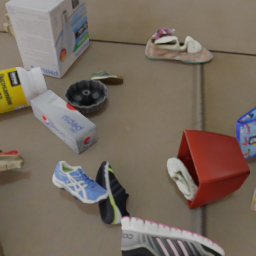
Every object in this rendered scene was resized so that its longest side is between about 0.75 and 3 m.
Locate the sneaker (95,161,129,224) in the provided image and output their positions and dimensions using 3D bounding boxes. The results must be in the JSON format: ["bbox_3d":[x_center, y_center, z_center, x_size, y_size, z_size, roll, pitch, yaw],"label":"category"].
[{"bbox_3d":[-0.325,1.462,6.242,0.643,0.557,1.552,10,45,-24],"label":"sneaker"}]

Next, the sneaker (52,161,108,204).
[{"bbox_3d":[-1.006,1.125,5.789,1.312,0.506,0.497,21,25,16],"label":"sneaker"}]

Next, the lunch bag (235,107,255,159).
[{"bbox_3d":[3.047,0.081,6.642,1.408,1.060,0.662,-24,34,-12],"label":"lunch bag"}]

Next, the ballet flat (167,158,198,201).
[{"bbox_3d":[1.183,1.124,6.287,0.419,0.419,1.168,-22,54,-19],"label":"ballet flat"}]

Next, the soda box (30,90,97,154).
[{"bbox_3d":[-1.741,-0.206,7.534,2.005,0.636,0.684,36,57,28],"label":"soda box"}]

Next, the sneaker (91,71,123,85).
[{"bbox_3d":[-0.681,-1.659,9.021,1.068,0.358,0.480,-2,53,3],"label":"sneaker"}]

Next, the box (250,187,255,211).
[{"bbox_3d":[3.230,1.450,5.868,0.940,0.905,0.573,19,51,17],"label":"box"}]

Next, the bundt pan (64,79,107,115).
[{"bbox_3d":[-1.215,-0.865,8.246,1.253,0.470,1.253,1,48,-1],"label":"bundt pan"}]

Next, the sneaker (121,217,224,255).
[{"bbox_3d":[0.729,2.198,4.977,1.930,0.712,0.844,16,73,-5],"label":"sneaker"}]

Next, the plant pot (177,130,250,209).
[{"bbox_3d":[1.813,0.842,6.035,1.136,1.288,1.289,-6,54,-3],"label":"plant pot"}]

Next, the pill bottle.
[{"bbox_3d":[-3.401,-1.066,7.965,2.036,1.145,1.145,-18,51,-16],"label":"pill bottle"}]

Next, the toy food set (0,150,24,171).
[{"bbox_3d":[-3.492,0.726,6.579,2.057,0.324,1.307,-7,13,-12],"label":"toy food set"}]

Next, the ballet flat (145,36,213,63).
[{"bbox_3d":[1.802,-2.753,9.713,2.393,0.805,0.814,2,49,1],"label":"ballet flat"}]

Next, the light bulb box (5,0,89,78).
[{"bbox_3d":[-2.451,-3.298,9.188,1.437,2.303,2.283,16,50,12],"label":"light bulb box"}]

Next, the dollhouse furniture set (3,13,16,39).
[{"bbox_3d":[-4.396,-4.138,10.827,0.627,0.998,1.128,-31,56,-26],"label":"dollhouse furniture set"}]

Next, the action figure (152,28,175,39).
[{"bbox_3d":[1.248,-3.448,10.183,0.754,1.013,0.679,46,104,12],"label":"action figure"}]
